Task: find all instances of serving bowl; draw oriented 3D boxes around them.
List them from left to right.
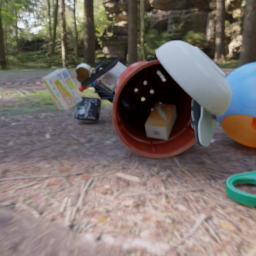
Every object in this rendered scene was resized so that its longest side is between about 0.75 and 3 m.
[{"bbox_3d":[1.860,-1.433,7.275,2.418,0.795,2.418,36,25,-20],"label":"serving bowl"}]

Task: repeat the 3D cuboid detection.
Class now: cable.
[{"bbox_3d":[-0.797,-1.467,13.446,2.951,0.750,2.408,41,17,35],"label":"cable"}]

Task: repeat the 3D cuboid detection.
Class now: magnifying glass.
[{"bbox_3d":[3.325,1.200,6.750,2.792,0.313,1.111,-13,19,-43],"label":"magnifying glass"}]

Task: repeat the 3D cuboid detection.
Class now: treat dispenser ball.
[{"bbox_3d":[4.257,-0.726,9.098,2.764,2.764,2.764,0,16,0],"label":"treat dispenser ball"}]

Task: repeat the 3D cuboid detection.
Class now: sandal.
[{"bbox_3d":[-1.136,-2.085,10.379,1.779,0.381,0.676,-29,6,23],"label":"sandal"}]

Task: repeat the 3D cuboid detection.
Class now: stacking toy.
[{"bbox_3d":[-1.747,-1.861,12.176,0.431,0.431,1.011,15,46,43],"label":"stacking toy"}]

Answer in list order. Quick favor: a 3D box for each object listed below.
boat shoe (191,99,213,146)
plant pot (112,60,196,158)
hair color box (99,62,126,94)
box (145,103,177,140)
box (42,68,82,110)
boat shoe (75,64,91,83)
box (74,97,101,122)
[{"bbox_3d":[1.891,-0.191,7.299,0.577,1.525,0.460,32,-33,-30],"label":"boat shoe"},{"bbox_3d":[0.795,-0.935,9.246,2.927,2.927,2.847,-2,20,-8],"label":"plant pot"},{"bbox_3d":[-0.532,-1.956,10.800,0.579,1.170,0.355,35,-25,0],"label":"hair color box"},{"bbox_3d":[1.093,-0.228,9.209,0.711,0.557,1.144,8,45,23],"label":"box"},{"bbox_3d":[-2.164,-1.257,9.238,0.610,1.203,0.677,3,37,48],"label":"box"},{"bbox_3d":[-1.703,-2.221,10.950,0.571,0.559,1.614,33,-15,-9],"label":"boat shoe"},{"bbox_3d":[-1.755,-0.814,12.315,0.987,0.971,0.612,5,-7,9],"label":"box"}]
